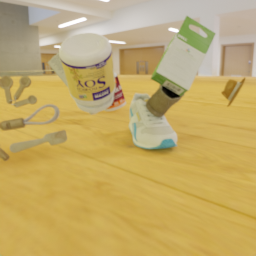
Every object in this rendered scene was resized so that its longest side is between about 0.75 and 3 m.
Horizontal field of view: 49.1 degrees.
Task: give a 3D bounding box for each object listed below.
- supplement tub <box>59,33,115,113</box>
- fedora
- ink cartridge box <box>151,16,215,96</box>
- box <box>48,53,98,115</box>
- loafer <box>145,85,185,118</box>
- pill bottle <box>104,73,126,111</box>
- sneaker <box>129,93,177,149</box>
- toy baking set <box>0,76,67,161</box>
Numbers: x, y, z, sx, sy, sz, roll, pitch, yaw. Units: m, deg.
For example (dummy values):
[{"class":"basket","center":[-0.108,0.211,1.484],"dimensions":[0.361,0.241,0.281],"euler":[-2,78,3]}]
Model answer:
[{"class":"supplement tub","center":[-0.971,-1.360,7.123],"dimensions":[1.249,1.718,1.249],"euler":[-2,47,3]},{"class":"fedora","center":[3.225,-1.190,8.762],"dimensions":[0.452,1.108,1.108],"euler":[30,22,13]},{"class":"ink cartridge box","center":[1.471,-1.905,7.467],"dimensions":[0.971,1.871,0.555],"euler":[29,-13,-5]},{"class":"box","center":[-1.828,-1.835,11.002],"dimensions":[1.089,2.652,0.907],"euler":[-39,0,6]},{"class":"loafer","center":[1.280,-1.093,8.061],"dimensions":[0.737,0.831,2.186],"euler":[-43,8,46]},{"class":"pill bottle","center":[-0.911,-1.878,12.957],"dimensions":[1.144,2.004,1.144],"euler":[-17,20,6]},{"class":"sneaker","center":[0.604,-0.223,8.253],"dimensions":[1.100,1.162,2.877],"euler":[-4,21,-14]},{"class":"toy baking set","center":[-2.665,-0.208,6.505],"dimensions":[1.847,2.406,0.280],"euler":[-43,-7,-7]}]
